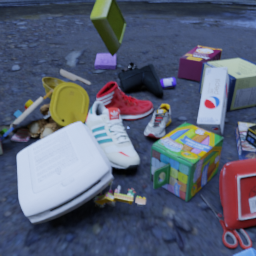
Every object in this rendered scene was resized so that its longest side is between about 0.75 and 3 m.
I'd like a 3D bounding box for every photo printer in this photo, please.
[{"bbox_3d":[-1.715,1.089,7.334,2.317,0.967,2.785,-29,30,-10],"label":"photo printer"}]

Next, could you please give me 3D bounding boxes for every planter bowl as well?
[{"bbox_3d":[-3.136,-1.585,12.420,1.579,0.658,1.579,24,22,-10],"label":"planter bowl"}]

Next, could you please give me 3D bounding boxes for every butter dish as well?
[{"bbox_3d":[2.912,1.485,7.038,1.668,1.663,1.233,-7,7,-11],"label":"butter dish"}]

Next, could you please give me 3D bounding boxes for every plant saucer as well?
[{"bbox_3d":[-0.793,-5.199,13.737,0.579,2.413,2.417,-4,56,25],"label":"plant saucer"}]

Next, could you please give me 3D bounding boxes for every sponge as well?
[{"bbox_3d":[-1.335,-4.014,16.876,1.201,0.321,2.152,0,32,-2],"label":"sponge"}]

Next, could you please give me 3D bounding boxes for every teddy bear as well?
[{"bbox_3d":[-2.654,-0.327,10.660,1.811,0.834,2.497,1,39,13],"label":"teddy bear"}]

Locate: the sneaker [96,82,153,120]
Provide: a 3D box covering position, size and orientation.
[{"bbox_3d":[-0.087,-1.100,11.082,2.483,1.434,0.973,-13,34,-24],"label":"sneaker"}]

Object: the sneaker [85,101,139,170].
[{"bbox_3d":[-0.557,0.134,8.963,1.031,1.369,2.929,0,28,-35],"label":"sneaker"}]

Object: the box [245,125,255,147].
[{"bbox_3d":[5.003,0.499,8.554,1.711,0.529,2.143,-16,37,-20],"label":"box"}]

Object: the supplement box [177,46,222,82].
[{"bbox_3d":[3.937,-3.525,15.288,1.469,1.140,2.662,19,36,27],"label":"supplement box"}]

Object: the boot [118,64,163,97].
[{"bbox_3d":[0.552,-2.083,13.244,1.795,0.811,2.191,-17,55,-1],"label":"boot"}]

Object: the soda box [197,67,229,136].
[{"bbox_3d":[3.177,-1.012,10.360,0.800,0.856,2.512,3,62,27],"label":"soda box"}]

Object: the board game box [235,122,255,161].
[{"bbox_3d":[5.038,0.592,9.330,2.632,0.455,1.783,8,33,12],"label":"board game box"}]

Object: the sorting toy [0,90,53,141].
[{"bbox_3d":[-3.746,-0.586,10.115,2.584,0.352,1.455,-50,18,-23],"label":"sorting toy"}]

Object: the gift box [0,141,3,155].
[{"bbox_3d":[-5.682,-0.225,8.580,2.712,2.680,2.904,-18,32,-30],"label":"gift box"}]

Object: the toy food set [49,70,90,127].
[{"bbox_3d":[-2.151,-0.871,10.208,1.325,0.736,2.253,16,59,-19],"label":"toy food set"}]

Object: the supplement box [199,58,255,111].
[{"bbox_3d":[4.745,-2.006,12.517,2.194,1.474,2.196,-10,32,-16],"label":"supplement box"}]

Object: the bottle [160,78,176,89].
[{"bbox_3d":[1.776,-2.155,13.745,1.097,0.358,0.458,-9,75,6],"label":"bottle"}]

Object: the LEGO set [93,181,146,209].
[{"bbox_3d":[-0.258,1.628,6.986,1.433,0.659,0.534,-12,48,26],"label":"LEGO set"}]

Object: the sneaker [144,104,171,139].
[{"bbox_3d":[1.095,-0.262,10.384,0.753,0.795,1.934,10,34,17],"label":"sneaker"}]

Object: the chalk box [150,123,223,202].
[{"bbox_3d":[1.505,1.002,7.865,1.331,1.341,2.148,25,41,35],"label":"chalk box"}]

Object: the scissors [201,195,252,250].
[{"bbox_3d":[2.399,2.278,6.984,0.650,0.124,1.776,-5,30,-7],"label":"scissors"}]

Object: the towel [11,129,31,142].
[{"bbox_3d":[-3.824,0.247,10.209,0.599,0.122,0.818,4,32,4],"label":"towel"}]

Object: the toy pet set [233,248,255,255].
[{"bbox_3d":[2.380,3.143,4.688,1.949,1.035,1.820,2,32,3],"label":"toy pet set"}]

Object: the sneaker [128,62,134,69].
[{"bbox_3d":[0.231,-3.393,15.570,0.417,0.635,1.104,-4,32,-6],"label":"sneaker"}]
